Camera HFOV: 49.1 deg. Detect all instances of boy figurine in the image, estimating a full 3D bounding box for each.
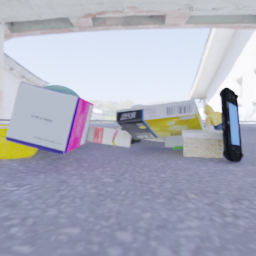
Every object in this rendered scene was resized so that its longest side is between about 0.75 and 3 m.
[{"bbox_3d":[3.405,-0.290,11.051,0.900,1.447,0.466,-31,-17,-11],"label":"boy figurine"}]

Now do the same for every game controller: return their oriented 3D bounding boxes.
[{"bbox_3d":[2.952,-0.086,8.022,0.446,2.120,1.106,-7,-11,30],"label":"game controller"}]

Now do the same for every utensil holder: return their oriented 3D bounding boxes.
[{"bbox_3d":[1.253,-0.273,14.432,1.928,1.928,2.269,-2,5,-37],"label":"utensil holder"}]

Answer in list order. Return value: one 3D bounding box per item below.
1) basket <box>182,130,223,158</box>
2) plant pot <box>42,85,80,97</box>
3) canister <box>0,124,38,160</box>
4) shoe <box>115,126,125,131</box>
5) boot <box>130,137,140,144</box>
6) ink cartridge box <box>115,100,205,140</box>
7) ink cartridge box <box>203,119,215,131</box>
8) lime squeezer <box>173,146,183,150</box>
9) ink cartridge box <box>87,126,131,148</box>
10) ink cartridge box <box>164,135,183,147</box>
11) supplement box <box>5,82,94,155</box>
[{"bbox_3d":[2.420,0.509,9.118,1.318,0.813,0.893,0,6,11],"label":"basket"},{"bbox_3d":[-2.699,-0.399,10.968,2.535,2.535,1.699,-1,9,-22],"label":"plant pot"},{"bbox_3d":[-4.136,0.433,9.496,1.705,0.993,2.295,-2,5,-32],"label":"canister"},{"bbox_3d":[-0.449,0.325,13.202,0.491,0.643,1.840,2,12,24],"label":"shoe"},{"bbox_3d":[0.201,0.119,13.563,0.610,1.176,1.800,0,3,14],"label":"boot"},{"bbox_3d":[1.291,-0.082,10.056,2.680,0.637,2.712,-8,-24,21],"label":"ink cartridge box"},{"bbox_3d":[3.441,0.131,13.719,1.508,0.882,2.600,-12,2,-1],"label":"ink cartridge box"},{"bbox_3d":[2.972,0.601,10.907,2.470,0.466,0.872,-5,9,-25],"label":"lime squeezer"},{"bbox_3d":[-0.605,0.390,11.710,1.965,0.663,1.145,9,0,-18],"label":"ink cartridge box"},{"bbox_3d":[2.100,0.505,12.164,0.912,0.525,1.249,-2,3,14],"label":"ink cartridge box"},{"bbox_3d":[-1.962,-0.241,7.796,1.442,1.472,2.849,14,0,0],"label":"supplement box"}]
